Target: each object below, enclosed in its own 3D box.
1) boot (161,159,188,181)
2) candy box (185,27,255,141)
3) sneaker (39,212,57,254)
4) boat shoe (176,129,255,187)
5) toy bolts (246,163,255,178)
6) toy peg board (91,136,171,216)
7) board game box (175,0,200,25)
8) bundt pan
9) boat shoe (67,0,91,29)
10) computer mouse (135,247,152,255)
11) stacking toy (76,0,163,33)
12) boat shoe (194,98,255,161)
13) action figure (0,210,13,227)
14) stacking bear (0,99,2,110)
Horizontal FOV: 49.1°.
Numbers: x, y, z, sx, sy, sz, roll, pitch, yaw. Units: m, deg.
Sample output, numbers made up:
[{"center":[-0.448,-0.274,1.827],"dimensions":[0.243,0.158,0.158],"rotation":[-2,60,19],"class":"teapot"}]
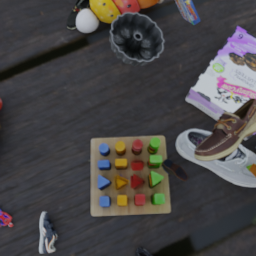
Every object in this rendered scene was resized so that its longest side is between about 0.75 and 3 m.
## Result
[{"center":[1.306,1.212,7.935],"dimensions":[0.827,0.401,0.309],"rotation":[41,70,5],"class":"boot"},{"center":[3.490,-1.378,8.616],"dimensions":[2.264,0.965,2.699],"rotation":[36,76,10],"class":"candy box"},{"center":[-2.154,2.833,7.619],"dimensions":[0.430,0.425,1.083],"rotation":[-2,84,5],"class":"sneaker"},{"center":[2.828,0.781,7.902],"dimensions":[2.932,1.005,1.056],"rotation":[28,72,5],"class":"boat shoe"},{"center":[3.808,1.181,6.714],"dimensions":[1.096,1.510,1.581],"rotation":[-42,64,11],"class":"toy bolts"},{"center":[0.038,1.239,7.751],"dimensions":[2.228,1.094,2.237],"rotation":[-2,73,-1],"class":"toy peg board"},{"center":[1.554,-3.659,8.009],"dimensions":[0.226,1.312,0.888],"rotation":[-32,33,9],"class":"board game box"},{"center":[0.182,-2.348,7.705],"dimensions":[1.549,0.581,1.549],"rotation":[6,70,-17],"class":"bundt pan"},{"center":[-1.721,-4.082,9.741],"dimensions":[0.525,0.450,1.435],"rotation":[28,76,8],"class":"boat shoe"},{"center":[0.399,3.987,7.327],"dimensions":[0.965,0.367,1.393],"rotation":[24,63,9],"class":"computer mouse"},{"center":[-0.486,-4.214,9.297],"dimensions":[2.995,2.189,2.189],"rotation":[-41,76,8],"class":"stacking toy"},{"center":[2.123,-0.015,5.958],"dimensions":[1.994,0.719,0.718],"rotation":[-29,108,-18],"class":"boat shoe"},{"center":[-3.621,2.382,7.724],"dimensions":[1.054,0.522,0.344],"rotation":[37,77,8],"class":"action figure"},{"center":[-4.370,-0.051,8.141],"dimensions":[1.292,1.380,2.273],"rotation":[7,66,-3],"class":"stacking bear"}]
